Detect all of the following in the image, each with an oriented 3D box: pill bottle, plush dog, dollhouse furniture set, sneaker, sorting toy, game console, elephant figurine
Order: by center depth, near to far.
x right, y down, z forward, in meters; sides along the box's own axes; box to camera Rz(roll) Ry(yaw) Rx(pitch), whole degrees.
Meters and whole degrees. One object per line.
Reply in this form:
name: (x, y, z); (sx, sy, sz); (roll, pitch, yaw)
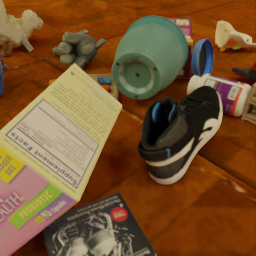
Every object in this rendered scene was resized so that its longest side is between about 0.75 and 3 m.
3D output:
sneaker: (1.183, -0.285, 5.760); (0.991, 1.518, 2.714); (15, 56, 33)
dollhouse furniture set: (3.890, -0.710, 7.288); (1.461, 1.024, 1.030); (-29, 46, -32)
pill bottle: (2.472, -0.950, 7.724); (1.566, 0.880, 0.880); (22, 43, 26)
game console: (4.574, -1.996, 8.134); (2.291, 1.360, 1.975); (5, 19, -6)
sorting toy: (-1.407, -1.242, 8.578); (2.173, 0.291, 1.619); (-1, 38, -2)
elephant figurine: (-1.845, -2.920, 10.085); (1.534, 1.399, 1.977); (22, 17, -17)
sorting toy: (4.399, -3.545, 11.226); (1.478, 0.877, 1.642); (6, 36, -5)
plush dog: (-5.018, -3.938, 11.252); (2.529, 2.029, 2.173); (5, 11, -44)

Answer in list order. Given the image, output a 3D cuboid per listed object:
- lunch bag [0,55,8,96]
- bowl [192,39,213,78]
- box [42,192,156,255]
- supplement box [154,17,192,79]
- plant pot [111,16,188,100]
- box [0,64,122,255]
lunch bag: (-4.694, -1.594, 7.931); (2.421, 1.645, 1.602); (-16, 41, -23)
bowl: (2.394, -2.168, 9.003); (0.258, 1.312, 1.312); (9, 36, 35)
box: (-0.468, 1.840, 4.235); (1.358, 0.707, 1.237); (-17, 42, -22)
supplement box: (1.363, -2.869, 9.819); (1.659, 1.308, 2.535); (3, 38, 10)
plant pot: (0.487, -1.838, 7.890); (2.056, 2.056, 1.932); (12, 39, 16)
box: (-1.411, 0.448, 4.537); (1.175, 2.137, 2.430); (41, 31, -12)
